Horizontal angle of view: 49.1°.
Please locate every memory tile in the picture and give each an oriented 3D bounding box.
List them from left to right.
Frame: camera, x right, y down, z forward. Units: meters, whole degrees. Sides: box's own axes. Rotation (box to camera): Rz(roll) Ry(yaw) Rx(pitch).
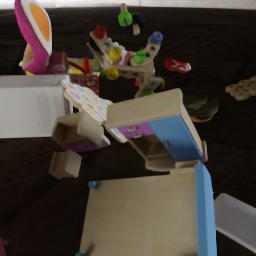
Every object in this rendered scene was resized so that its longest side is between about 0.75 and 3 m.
[{"bbox_3d":[4.264,-1.447,9.362,1.722,0.145,1.320,-20,24,7],"label":"memory tile"}]

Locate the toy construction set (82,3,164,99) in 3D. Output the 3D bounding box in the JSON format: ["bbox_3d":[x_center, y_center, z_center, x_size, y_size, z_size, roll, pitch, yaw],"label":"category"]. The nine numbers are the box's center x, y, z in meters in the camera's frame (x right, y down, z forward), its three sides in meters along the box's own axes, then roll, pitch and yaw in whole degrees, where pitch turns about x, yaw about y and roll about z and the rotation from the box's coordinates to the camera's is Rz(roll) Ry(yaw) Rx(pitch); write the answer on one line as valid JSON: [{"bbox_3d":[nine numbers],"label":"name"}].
[{"bbox_3d":[-0.218,-1.763,8.822,2.940,2.259,2.452,-22,-19,38],"label":"toy construction set"}]

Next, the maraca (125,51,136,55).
[{"bbox_3d":[0.251,-2.680,11.448,1.147,0.614,0.786,39,23,-11],"label":"maraca"}]

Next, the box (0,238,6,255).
[{"bbox_3d":[-3.427,1.455,3.244,2.831,1.369,2.491,17,32,28],"label":"box"}]

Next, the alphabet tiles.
[{"bbox_3d":[-0.590,-0.401,6.621,2.062,0.154,2.109,44,15,20],"label":"alphabet tiles"}]

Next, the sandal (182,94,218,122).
[{"bbox_3d":[1.982,-0.530,7.903,0.992,0.663,2.428,15,17,14],"label":"sandal"}]

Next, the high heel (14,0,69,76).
[{"bbox_3d":[-2.519,-2.143,6.991,1.395,0.979,2.908,-2,-10,4],"label":"high heel"}]

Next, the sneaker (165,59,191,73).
[{"bbox_3d":[2.218,-2.722,12.301,1.152,0.451,0.665,36,35,31],"label":"sneaker"}]

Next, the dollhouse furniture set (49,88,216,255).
[{"bbox_3d":[0.111,1.199,4.564,2.634,1.821,2.790,-11,54,23],"label":"dollhouse furniture set"}]

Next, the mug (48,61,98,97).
[{"bbox_3d":[-1.727,-1.409,8.780,1.533,1.360,1.023,-1,16,-10],"label":"mug"}]

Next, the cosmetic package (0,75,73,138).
[{"bbox_3d":[-2.769,-0.554,7.077,2.538,1.366,1.077,0,27,-3],"label":"cosmetic package"}]

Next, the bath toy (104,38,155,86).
[{"bbox_3d":[-0.085,-2.395,10.564,2.383,0.881,1.036,37,2,19],"label":"bath toy"}]

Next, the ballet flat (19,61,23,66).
[{"bbox_3d":[-4.673,-2.900,12.683,0.870,0.278,0.329,24,37,39],"label":"ballet flat"}]

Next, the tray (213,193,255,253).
[{"bbox_3d":[1.962,1.598,4.262,1.576,0.175,0.846,24,37,37],"label":"tray"}]

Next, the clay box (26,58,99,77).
[{"bbox_3d":[-2.293,-2.224,10.931,2.820,0.671,1.620,6,27,7],"label":"clay box"}]
